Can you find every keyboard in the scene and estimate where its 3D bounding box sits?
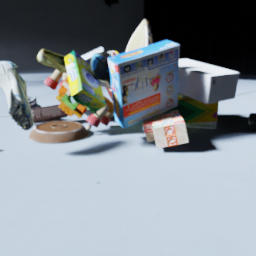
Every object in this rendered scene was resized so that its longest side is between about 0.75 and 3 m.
[{"bbox_3d":[-1.925,-2.812,11.561,1.997,0.106,0.562,-23,36,9],"label":"keyboard"}]

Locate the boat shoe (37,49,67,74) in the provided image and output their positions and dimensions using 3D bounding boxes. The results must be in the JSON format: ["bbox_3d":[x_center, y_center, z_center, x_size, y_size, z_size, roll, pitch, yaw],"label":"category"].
[{"bbox_3d":[-2.289,-2.249,9.459,1.462,0.533,0.460,17,-30,-31],"label":"boat shoe"}]

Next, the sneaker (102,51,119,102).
[{"bbox_3d":[-0.354,-1.882,12.024,1.214,2.955,1.150,-26,20,-6],"label":"sneaker"}]

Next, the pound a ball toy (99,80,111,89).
[{"bbox_3d":[-0.779,-1.855,10.819,1.365,0.580,0.890,6,20,-42],"label":"pound a ball toy"}]

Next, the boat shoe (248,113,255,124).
[{"bbox_3d":[5.696,-0.442,12.491,0.412,0.487,1.367,6,13,36],"label":"boat shoe"}]

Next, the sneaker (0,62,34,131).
[{"bbox_3d":[-3.191,-0.972,8.159,0.797,2.199,0.790,-18,-10,-47],"label":"sneaker"}]

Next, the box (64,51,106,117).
[{"bbox_3d":[-1.373,-1.400,9.027,0.501,2.072,1.216,-31,-36,21],"label":"box"}]

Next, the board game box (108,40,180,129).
[{"bbox_3d":[0.606,-1.493,9.584,2.419,2.368,0.676,-23,39,-24],"label":"board game box"}]

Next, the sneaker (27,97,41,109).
[{"bbox_3d":[-4.408,-0.991,13.249,0.752,1.165,2.147,3,15,10],"label":"sneaker"}]

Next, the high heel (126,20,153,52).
[{"bbox_3d":[0.835,-2.488,10.579,0.978,2.738,1.952,19,14,41],"label":"high heel"}]

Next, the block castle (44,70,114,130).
[{"bbox_3d":[-1.883,-1.130,11.201,2.757,1.293,1.842,41,10,7],"label":"block castle"}]

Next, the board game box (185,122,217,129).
[{"bbox_3d":[2.701,-0.384,12.386,2.274,0.394,1.436,3,16,15],"label":"board game box"}]

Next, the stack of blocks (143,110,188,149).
[{"bbox_3d":[1.227,0.024,9.644,1.326,0.674,2.302,-13,11,7],"label":"stack of blocks"}]

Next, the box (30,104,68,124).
[{"bbox_3d":[-3.472,-0.623,12.268,1.618,0.606,0.810,-15,-1,-22],"label":"box"}]

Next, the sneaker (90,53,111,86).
[{"bbox_3d":[-0.766,-2.044,9.587,0.732,0.819,2.000,-28,-24,11],"label":"sneaker"}]

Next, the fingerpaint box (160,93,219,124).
[{"bbox_3d":[2.313,-1.271,12.326,2.485,1.093,2.979,-3,26,2],"label":"fingerpaint box"}]

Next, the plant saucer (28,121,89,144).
[{"bbox_3d":[-2.619,0.097,10.637,2.234,0.385,2.234,0,14,0],"label":"plant saucer"}]

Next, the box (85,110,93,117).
[{"bbox_3d":[-1.743,-1.145,13.007,1.483,1.046,0.585,41,30,24],"label":"box"}]

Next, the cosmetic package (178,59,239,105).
[{"bbox_3d":[2.664,-1.932,11.089,1.493,1.049,2.945,-12,27,-27],"label":"cosmetic package"}]

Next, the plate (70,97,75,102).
[{"bbox_3d":[-2.266,-1.928,12.582,1.690,1.690,0.216,6,11,23],"label":"plate"}]
